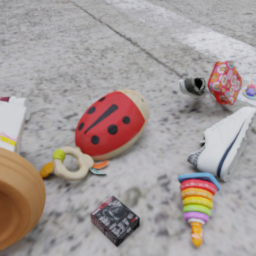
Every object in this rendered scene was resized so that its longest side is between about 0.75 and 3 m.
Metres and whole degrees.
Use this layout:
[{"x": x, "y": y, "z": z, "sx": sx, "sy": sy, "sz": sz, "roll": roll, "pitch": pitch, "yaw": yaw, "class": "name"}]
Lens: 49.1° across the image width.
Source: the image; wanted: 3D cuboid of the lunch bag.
[{"x": 3.128, "y": -1.345, "z": 9.074, "sx": 0.576, "sy": 1.405, "sz": 1.237, "roll": 12, "pitch": 72, "yaw": 45, "class": "lunch bag"}]

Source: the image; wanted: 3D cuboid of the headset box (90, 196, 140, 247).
[{"x": -0.325, "y": 2.020, "z": 6.230, "sx": 0.963, "sy": 0.372, "sz": 0.717, "roll": 30, "pitch": 48, "yaw": 33, "class": "headset box"}]

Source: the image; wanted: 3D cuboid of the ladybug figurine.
[{"x": -0.506, "y": -0.181, "z": 7.989, "sx": 1.756, "sy": 0.931, "sz": 2.587, "roll": 38, "pitch": 73, "yaw": 22, "class": "ladybug figurine"}]

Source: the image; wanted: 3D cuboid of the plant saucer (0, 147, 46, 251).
[{"x": -2.865, "y": 1.482, "z": 4.993, "sx": 2.717, "sy": 2.717, "sz": 0.508, "roll": -11, "pitch": 35, "yaw": -13, "class": "plant saucer"}]

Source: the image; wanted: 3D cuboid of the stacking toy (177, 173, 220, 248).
[{"x": 1.512, "y": 1.821, "z": 6.150, "sx": 0.841, "sy": 0.889, "sz": 1.533, "roll": -13, "pitch": 49, "yaw": 32, "class": "stacking toy"}]

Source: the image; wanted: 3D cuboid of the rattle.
[{"x": -1.413, "y": 1.154, "z": 7.450, "sx": 1.512, "sy": 1.080, "sz": 0.984, "roll": 10, "pitch": 32, "yaw": -42, "class": "rattle"}]

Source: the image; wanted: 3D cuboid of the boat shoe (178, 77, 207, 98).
[{"x": 2.324, "y": -1.372, "z": 9.387, "sx": 0.580, "sy": 0.644, "sz": 1.822, "roll": -15, "pitch": -3, "yaw": 34, "class": "boat shoe"}]

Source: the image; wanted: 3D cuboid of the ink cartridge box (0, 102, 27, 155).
[{"x": -3.470, "y": 0.752, "z": 6.153, "sx": 1.854, "sy": 1.887, "sz": 2.563, "roll": 12, "pitch": 32, "yaw": -17, "class": "ink cartridge box"}]

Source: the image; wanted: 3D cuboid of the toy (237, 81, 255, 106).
[{"x": 4.777, "y": -1.434, "z": 10.546, "sx": 0.900, "sy": 0.369, "sz": 1.563, "roll": 28, "pitch": 47, "yaw": 31, "class": "toy"}]

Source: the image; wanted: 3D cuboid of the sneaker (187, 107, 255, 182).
[{"x": 2.772, "y": 0.204, "z": 7.941, "sx": 1.154, "sy": 1.095, "sz": 2.867, "roll": 17, "pitch": 44, "yaw": 32, "class": "sneaker"}]

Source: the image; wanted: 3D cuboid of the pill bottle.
[{"x": -4.029, "y": -0.581, "z": 9.082, "sx": 1.493, "sy": 0.852, "sz": 0.852, "roll": -2, "pitch": 39, "yaw": -3, "class": "pill bottle"}]
